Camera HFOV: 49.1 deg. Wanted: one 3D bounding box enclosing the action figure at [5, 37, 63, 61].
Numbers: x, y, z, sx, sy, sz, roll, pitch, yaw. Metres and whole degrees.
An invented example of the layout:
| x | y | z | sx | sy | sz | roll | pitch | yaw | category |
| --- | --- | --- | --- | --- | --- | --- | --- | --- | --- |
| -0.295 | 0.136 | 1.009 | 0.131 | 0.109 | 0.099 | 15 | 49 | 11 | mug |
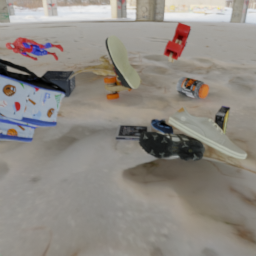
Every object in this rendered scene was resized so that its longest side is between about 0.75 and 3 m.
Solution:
| x | y | z | sx | sy | sz | roll | pitch | yaw | category |
| --- | --- | --- | --- | --- | --- | --- | --- | --- | --- |
| -3.536 | -2.979 | 10.643 | 2.338 | 0.765 | 0.604 | -7 | 62 | -52 | action figure |

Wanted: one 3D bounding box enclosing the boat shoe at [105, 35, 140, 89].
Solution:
| x | y | z | sx | sy | sz | roll | pitch | yaw | category |
| --- | --- | --- | --- | --- | --- | --- | --- | --- | --- |
| -0.293 | -2.214 | 9.713 | 0.640 | 2.042 | 0.747 | 8 | 50 | 43 | boat shoe |

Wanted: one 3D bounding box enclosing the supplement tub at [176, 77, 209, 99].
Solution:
| x | y | z | sx | sy | sz | roll | pitch | yaw | category |
| --- | --- | --- | --- | --- | --- | --- | --- | --- | --- |
| 3.404 | -2.096 | 14.764 | 0.938 | 0.938 | 1.530 | -25 | 36 | -38 | supplement tub |

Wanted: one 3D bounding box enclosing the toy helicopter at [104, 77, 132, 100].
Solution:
| x | y | z | sx | sy | sz | roll | pitch | yaw | category |
| --- | --- | --- | --- | --- | --- | --- | --- | --- | --- |
| -0.387 | -2.384 | 15.299 | 1.848 | 1.102 | 2.794 | -10 | 16 | -5 | toy helicopter |

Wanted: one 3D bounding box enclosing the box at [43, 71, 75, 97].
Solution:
| x | y | z | sx | sy | sz | roll | pitch | yaw | category |
| --- | --- | --- | --- | --- | --- | --- | --- | --- | --- |
| -3.858 | -2.429 | 15.330 | 1.596 | 0.989 | 1.569 | 2 | 28 | 4 | box |

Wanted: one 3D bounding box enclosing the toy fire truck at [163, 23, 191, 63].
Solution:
| x | y | z | sx | sy | sz | roll | pitch | yaw | category |
| --- | --- | --- | --- | --- | --- | --- | --- | --- | --- |
| 1.581 | -2.640 | 9.185 | 0.464 | 1.342 | 1.904 | 23 | -9 | 7 | toy fire truck |

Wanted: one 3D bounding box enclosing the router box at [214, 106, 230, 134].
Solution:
| x | y | z | sx | sy | sz | roll | pitch | yaw | category |
| --- | --- | --- | --- | --- | --- | --- | --- | --- | --- |
| 3.492 | -0.073 | 10.583 | 0.330 | 1.264 | 0.994 | 15 | 32 | 26 | router box |

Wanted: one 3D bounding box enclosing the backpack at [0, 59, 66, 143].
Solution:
| x | y | z | sx | sy | sz | roll | pitch | yaw | category |
| --- | --- | --- | --- | --- | --- | --- | --- | --- | --- |
| -3.015 | -0.685 | 7.161 | 2.543 | 2.056 | 2.669 | 5 | 14 | -38 | backpack |

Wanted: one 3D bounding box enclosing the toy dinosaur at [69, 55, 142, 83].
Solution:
| x | y | z | sx | sy | sz | roll | pitch | yaw | category |
| --- | --- | --- | --- | --- | --- | --- | --- | --- | --- |
| -0.843 | -2.213 | 10.420 | 2.787 | 0.811 | 1.409 | 0 | 22 | -21 | toy dinosaur |

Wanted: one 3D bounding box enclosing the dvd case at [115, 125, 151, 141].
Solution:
| x | y | z | sx | sy | sz | roll | pitch | yaw | category |
| --- | --- | --- | --- | --- | --- | --- | --- | --- | --- |
| 0.239 | 0.196 | 11.246 | 1.386 | 0.171 | 1.041 | 3 | 27 | 4 | dvd case |

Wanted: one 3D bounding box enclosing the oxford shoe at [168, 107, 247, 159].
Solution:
| x | y | z | sx | sy | sz | roll | pitch | yaw | category |
| --- | --- | --- | --- | --- | --- | --- | --- | --- | --- |
| 2.818 | 0.171 | 9.598 | 2.934 | 0.847 | 1.103 | 30 | 5 | 2 | oxford shoe |

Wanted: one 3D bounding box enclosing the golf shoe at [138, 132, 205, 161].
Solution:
| x | y | z | sx | sy | sz | roll | pitch | yaw | category |
| --- | --- | --- | --- | --- | --- | --- | --- | --- | --- |
| 1.535 | 0.613 | 9.929 | 2.336 | 0.908 | 1.104 | 14 | 15 | 19 | golf shoe |

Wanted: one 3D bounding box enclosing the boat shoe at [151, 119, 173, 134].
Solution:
| x | y | z | sx | sy | sz | roll | pitch | yaw | category |
| --- | --- | --- | --- | --- | --- | --- | --- | --- | --- |
| 1.447 | -0.134 | 11.562 | 0.555 | 0.453 | 1.318 | -20 | 34 | -33 | boat shoe |

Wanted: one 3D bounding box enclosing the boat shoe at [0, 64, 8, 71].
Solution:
| x | y | z | sx | sy | sz | roll | pitch | yaw | category |
| --- | --- | --- | --- | --- | --- | --- | --- | --- | --- |
| -4.261 | -1.933 | 9.575 | 0.311 | 0.843 | 0.288 | -16 | 33 | -27 | boat shoe |
